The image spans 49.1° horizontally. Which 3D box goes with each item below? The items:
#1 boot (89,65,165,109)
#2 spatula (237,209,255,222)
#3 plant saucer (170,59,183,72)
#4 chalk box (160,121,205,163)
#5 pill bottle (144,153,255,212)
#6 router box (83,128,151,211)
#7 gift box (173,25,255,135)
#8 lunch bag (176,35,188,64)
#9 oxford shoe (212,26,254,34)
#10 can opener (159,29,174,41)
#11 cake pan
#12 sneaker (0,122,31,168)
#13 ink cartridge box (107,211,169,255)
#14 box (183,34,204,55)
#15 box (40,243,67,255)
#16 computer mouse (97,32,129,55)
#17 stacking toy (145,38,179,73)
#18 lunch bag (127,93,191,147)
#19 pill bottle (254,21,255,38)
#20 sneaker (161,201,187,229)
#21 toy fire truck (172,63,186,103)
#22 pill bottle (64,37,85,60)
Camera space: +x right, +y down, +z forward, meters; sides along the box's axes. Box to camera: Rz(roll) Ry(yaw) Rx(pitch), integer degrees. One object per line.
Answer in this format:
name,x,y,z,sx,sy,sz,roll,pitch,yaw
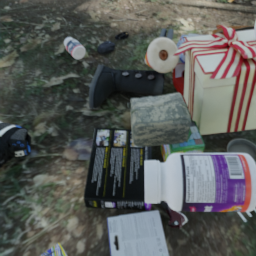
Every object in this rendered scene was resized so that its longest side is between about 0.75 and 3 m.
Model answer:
boot,0.014,-1.573,11.325,2.880,0.945,2.373,9,53,2
spatula,3.456,2.300,8.580,0.714,0.083,1.027,-22,53,-18
plant saucer,2.430,-2.906,12.747,1.251,0.314,1.251,0,50,0
chalk box,1.715,0.521,8.986,1.075,1.736,1.080,-7,50,-4
pill bottle,1.696,1.341,6.965,2.573,1.433,1.433,0,50,4
router box,-0.245,1.240,9.053,2.001,0.685,2.683,3,50,2
gift box,3.027,-1.533,8.970,2.963,2.766,2.734,-9,40,-4
lunch bag,3.045,-3.354,12.630,1.565,0.738,1.954,14,44,-16
oxford shoe,5.504,-4.751,13.914,2.643,0.943,0.942,0,44,1
can opener,1.718,-4.031,13.375,0.713,0.900,2.708,11,47,10
cake pan,3.959,0.863,9.686,1.112,0.204,1.112,0,51,0
sneaker,-4.131,0.934,9.079,1.589,1.038,2.840,7,49,7
ink cartridge box,0.248,3.135,7.730,1.537,0.333,1.509,-7,51,-3
box,2.936,-3.196,11.022,1.366,1.065,0.281,9,70,1
box,-1.343,4.150,6.552,0.913,0.838,2.607,-29,57,-22
computer mouse,-0.722,-4.279,13.843,0.654,0.380,2.231,28,55,22
stacking toy,1.095,-2.832,11.387,1.330,1.330,1.821,-21,11,-17
lunch bag,0.908,-0.352,8.331,1.757,1.224,1.473,-6,51,0
pill bottle,4.564,-3.010,8.315,1.424,0.798,0.798,0,50,14
sneaker,1.237,2.576,8.189,0.907,0.343,0.524,35,61,24
toy fire truck,3.184,-1.726,11.132,2.768,1.552,2.324,2,71,0
pill bottle,-2.566,-3.796,13.253,0.671,0.671,1.121,-28,54,-21
